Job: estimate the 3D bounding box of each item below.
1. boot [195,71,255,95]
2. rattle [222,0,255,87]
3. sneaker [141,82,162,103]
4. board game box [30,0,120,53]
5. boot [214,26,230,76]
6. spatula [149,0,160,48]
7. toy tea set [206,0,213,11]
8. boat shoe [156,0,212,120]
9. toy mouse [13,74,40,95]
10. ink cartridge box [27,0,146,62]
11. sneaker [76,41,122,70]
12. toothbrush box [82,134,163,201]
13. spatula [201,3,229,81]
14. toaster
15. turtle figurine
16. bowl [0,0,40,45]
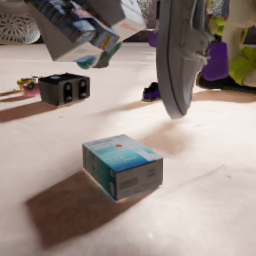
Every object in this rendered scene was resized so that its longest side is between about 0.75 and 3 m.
[{"bbox_3d":[4.820,-2.069,12.733,2.970,1.150,2.054,-8,27,-17],"label":"boot"},{"bbox_3d":[3.167,-2.398,6.031,2.024,2.833,1.845,-11,21,2],"label":"rattle"},{"bbox_3d":[1.238,-1.559,11.709,1.564,0.778,0.544,-16,26,-36],"label":"sneaker"},{"bbox_3d":[-0.879,-2.036,5.351,1.396,0.431,1.396,42,26,-1],"label":"board game box"},{"bbox_3d":[3.665,-3.009,10.225,0.854,2.148,2.468,3,10,-16],"label":"boot"},{"bbox_3d":[1.138,-4.068,10.971,0.544,1.927,0.198,8,-2,-22],"label":"spatula"},{"bbox_3d":[2.160,-4.127,8.977,0.843,1.354,2.277,-2,43,-8],"label":"toy tea set"},{"bbox_3d":[1.140,-1.597,5.460,0.936,2.865,1.054,-5,-12,28],"label":"boat shoe"},{"bbox_3d":[-4.048,-1.974,13.131,2.458,0.535,2.766,3,22,10],"label":"toy mouse"},{"bbox_3d":[-0.917,-2.708,6.748,2.081,1.505,1.532,-22,4,22],"label":"ink cartridge box"},{"bbox_3d":[-0.590,-3.097,8.735,1.117,2.879,1.313,40,18,22],"label":"sneaker"},{"bbox_3d":[-0.157,0.740,5.886,1.121,0.653,1.531,-12,23,-29],"label":"toothbrush box"},{"bbox_3d":[1.725,-2.334,6.231,0.722,2.553,0.262,-16,5,-14],"label":"spatula"},{"bbox_3d":[-2.699,-1.658,11.569,1.799,1.068,1.627,17,27,38],"label":"toaster"},{"bbox_3d":[2.312,-2.967,7.750,1.854,2.299,0.740,21,60,26],"label":"turtle figurine"},{"bbox_3d":[-3.311,-3.133,7.566,1.911,0.897,1.911,16,40,-14],"label":"bowl"}]
